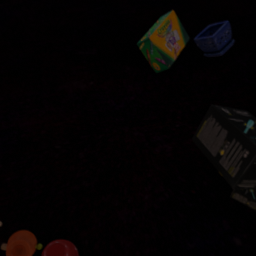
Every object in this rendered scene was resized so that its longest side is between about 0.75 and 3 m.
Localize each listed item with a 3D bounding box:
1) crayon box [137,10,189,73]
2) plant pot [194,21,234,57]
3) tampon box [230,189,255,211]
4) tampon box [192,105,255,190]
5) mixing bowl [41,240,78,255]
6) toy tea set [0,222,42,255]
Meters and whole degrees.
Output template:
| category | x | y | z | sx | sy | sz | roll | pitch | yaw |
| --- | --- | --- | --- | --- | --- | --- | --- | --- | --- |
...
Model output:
| category | x | y | z | sx | sy | sz | roll | pitch | yaw |
| --- | --- | --- | --- | --- | --- | --- | --- | --- | --- |
| crayon box | 1.763 | -4.174 | 13.487 | 0.831 | 1.694 | 2.853 | -13 | 34 | 47 |
| plant pot | 4.271 | -4.259 | 13.695 | 1.339 | 1.203 | 1.338 | -44 | 25 | -16 |
| tampon box | 3.836 | 2.052 | 8.856 | 0.918 | 0.580 | 0.688 | 28 | 57 | 22 |
| tampon box | 3.485 | 0.564 | 8.687 | 1.743 | 1.468 | 2.325 | 7 | 31 | -27 |
| mixing bowl | -1.922 | 3.495 | 7.616 | 1.061 | 0.574 | 1.061 | -1 | 49 | 1 |
| toy tea set | -3.742 | 3.019 | 7.485 | 2.746 | 1.016 | 1.633 | 43 | 75 | -3 |
